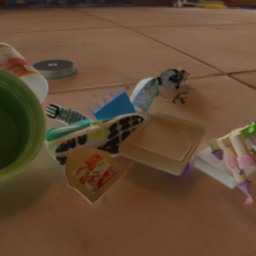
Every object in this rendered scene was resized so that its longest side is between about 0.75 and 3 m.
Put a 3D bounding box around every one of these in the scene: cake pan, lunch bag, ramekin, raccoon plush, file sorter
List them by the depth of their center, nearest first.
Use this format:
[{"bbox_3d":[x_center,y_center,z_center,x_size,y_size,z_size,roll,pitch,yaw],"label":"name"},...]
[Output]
[{"bbox_3d":[-3.284,0.042,6.036,2.668,2.668,1.303,-29,-3,-41],"label":"ramekin"},{"bbox_3d":[-0.520,-0.584,8.620,1.156,0.802,0.709,-36,35,-7],"label":"file sorter"},{"bbox_3d":[0.565,-1.166,9.462,0.708,1.161,0.989,29,2,-12],"label":"lunch bag"},{"bbox_3d":[1.721,-2.241,12.169,1.809,0.875,1.212,12,23,21],"label":"raccoon plush"},{"bbox_3d":[-3.647,-2.874,13.672,2.301,0.422,2.301,0,28,0],"label":"cake pan"}]

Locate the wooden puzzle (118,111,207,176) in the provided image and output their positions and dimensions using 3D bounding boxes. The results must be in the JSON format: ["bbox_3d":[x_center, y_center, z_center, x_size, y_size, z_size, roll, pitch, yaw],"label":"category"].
[{"bbox_3d":[0.869,0.321,6.770,1.619,0.326,1.750,17,43,26],"label":"wooden puzzle"}]

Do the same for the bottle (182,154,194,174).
[{"bbox_3d":[1.397,0.626,7.133,0.564,0.441,1.351,43,34,2],"label":"bottle"}]

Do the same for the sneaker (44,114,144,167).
[{"bbox_3d":[-0.786,0.062,7.372,2.852,1.105,1.136,-13,36,-32],"label":"sneaker"}]

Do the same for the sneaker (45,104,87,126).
[{"bbox_3d":[-1.707,-0.316,8.853,1.623,0.609,0.937,28,7,11],"label":"sneaker"}]

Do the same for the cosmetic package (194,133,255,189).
[{"bbox_3d":[2.548,0.759,6.937,1.460,0.377,1.101,-26,37,-30],"label":"cosmetic package"}]

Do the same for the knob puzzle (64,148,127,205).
[{"bbox_3d":[-0.852,0.949,6.243,1.377,0.191,1.377,7,51,-9],"label":"knob puzzle"}]

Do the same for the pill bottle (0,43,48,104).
[{"bbox_3d":[-4.062,-1.819,9.302,2.746,1.540,1.540,42,45,21],"label":"pill bottle"}]

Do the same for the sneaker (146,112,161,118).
[{"bbox_3d":[0.902,-0.370,8.989,0.790,0.449,0.298,21,71,29],"label":"sneaker"}]

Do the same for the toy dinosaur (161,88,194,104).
[{"bbox_3d":[1.880,-1.119,10.524,1.271,0.302,0.560,-14,42,17],"label":"toy dinosaur"}]

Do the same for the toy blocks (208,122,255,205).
[{"bbox_3d":[2.854,0.662,6.131,1.613,1.453,1.726,-23,-6,-9],"label":"toy blocks"}]
